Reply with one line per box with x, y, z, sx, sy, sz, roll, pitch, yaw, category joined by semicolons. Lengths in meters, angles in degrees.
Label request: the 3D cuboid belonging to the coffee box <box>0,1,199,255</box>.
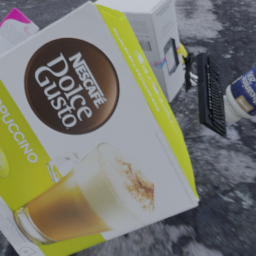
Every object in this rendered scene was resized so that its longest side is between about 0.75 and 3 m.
-0.773;-0.083;4.841;2.809;2.836;2.840;-25;15;14;coffee box

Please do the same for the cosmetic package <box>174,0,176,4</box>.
1.105;-5.104;10.606;1.144;1.386;1.143;10;18;-30;cosmetic package

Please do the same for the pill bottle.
2.692;-0.753;6.011;0.871;1.570;0.871;23;47;-27;pill bottle

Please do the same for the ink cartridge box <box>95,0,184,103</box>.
0.330;-2.289;8.056;2.108;2.856;1.223;18;57;32;ink cartridge box

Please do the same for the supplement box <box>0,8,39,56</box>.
-3.578;-2.602;8.445;1.728;0.874;0.893;-50;21;-2;supplement box

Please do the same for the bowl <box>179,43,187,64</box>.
1.358;-3.560;12.822;2.551;1.373;2.551;-12;24;6;bowl

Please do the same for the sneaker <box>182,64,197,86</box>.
2.610;-2.374;12.163;1.371;0.892;0.547;11;38;14;sneaker

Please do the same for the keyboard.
1.615;-0.865;5.868;1.286;0.208;2.024;27;50;-25;keyboard
